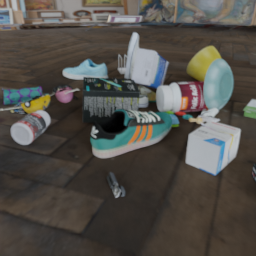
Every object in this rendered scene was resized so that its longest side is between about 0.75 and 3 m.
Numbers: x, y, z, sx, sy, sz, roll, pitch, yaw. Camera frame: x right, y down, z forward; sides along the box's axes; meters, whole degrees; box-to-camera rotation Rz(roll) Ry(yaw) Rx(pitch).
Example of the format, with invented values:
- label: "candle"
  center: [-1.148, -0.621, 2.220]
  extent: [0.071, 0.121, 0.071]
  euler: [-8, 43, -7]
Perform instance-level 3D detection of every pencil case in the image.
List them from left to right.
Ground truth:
- label: "pencil case"
  center: [-4.517, -1.396, 12.022]
  extent: [1.606, 0.683, 0.742]
  euler: [-7, 36, -15]

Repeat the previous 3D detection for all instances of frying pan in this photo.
- label: "frying pan"
  center: [-2.760, -1.640, 12.959]
  extent: [1.518, 0.247, 0.918]
  euler: [16, 42, 17]

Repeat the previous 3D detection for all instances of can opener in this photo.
- label: "can opener"
  center: [-0.295, 1.410, 6.849]
  extent: [0.278, 0.222, 0.833]
  euler: [25, 14, -26]

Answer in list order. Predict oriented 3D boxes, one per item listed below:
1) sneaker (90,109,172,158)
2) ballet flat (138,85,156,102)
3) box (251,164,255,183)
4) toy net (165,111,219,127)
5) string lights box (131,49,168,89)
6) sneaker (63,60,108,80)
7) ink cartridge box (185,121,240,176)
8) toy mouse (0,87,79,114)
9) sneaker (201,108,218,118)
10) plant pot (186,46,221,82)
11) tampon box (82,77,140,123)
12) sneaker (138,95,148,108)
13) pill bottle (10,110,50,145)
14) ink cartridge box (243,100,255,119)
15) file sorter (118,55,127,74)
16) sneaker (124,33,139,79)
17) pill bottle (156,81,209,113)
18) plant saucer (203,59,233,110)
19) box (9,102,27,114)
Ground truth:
- label: "sneaker"
  center: [0.202, -0.074, 8.481]
  extent: [2.853, 1.140, 1.018]
  euler: [-21, 40, -26]
- label: "ballet flat"
  center: [0.301, -1.511, 12.198]
  extent: [2.252, 0.796, 0.796]
  euler: [-1, 26, -3]
- label: "box"
  center: [4.021, 1.389, 6.575]
  extent: [1.751, 0.403, 1.392]
  euler: [2, 26, 3]
- label: "toy net"
  center: [2.247, -0.267, 10.111]
  extent: [1.956, 0.378, 1.026]
  euler: [6, 15, 6]
- label: "string lights box"
  center: [1.040, -2.527, 12.504]
  extent: [0.799, 1.393, 2.710]
  euler: [14, 7, 17]
- label: "sneaker"
  center: [-2.368, -3.259, 15.407]
  extent: [2.643, 1.083, 0.977]
  euler: [6, 25, 12]
- label: "ink cartridge box"
  center: [2.365, 0.513, 7.782]
  extent: [0.946, 0.929, 1.285]
  euler: [22, 33, 37]
- label: "toy mouse"
  center: [-3.038, -1.091, 10.900]
  extent: [2.804, 0.543, 2.492]
  euler: [-15, 14, 8]
- label: "sneaker"
  center: [3.153, -0.491, 10.649]
  extent: [0.866, 0.331, 0.349]
  euler: [-21, 43, -27]
- label: "plant pot"
  center: [4.189, -3.065, 14.555]
  extent: [1.868, 1.868, 1.326]
  euler: [-19, 61, -33]
- label: "tampon box"
  center: [-0.693, -1.039, 10.463]
  extent: [1.990, 1.257, 1.492]
  euler: [1, 27, -9]
- label: "sneaker"
  center: [0.048, -1.183, 11.708]
  extent: [1.594, 0.564, 0.582]
  euler: [-2, 26, -4]
- label: "pill bottle"
  center: [-3.139, -0.056, 9.148]
  extent: [0.761, 0.761, 1.314]
  euler: [6, 26, 12]
- label: "ink cartridge box"
  center: [4.940, -0.652, 10.787]
  extent: [0.719, 0.411, 1.386]
  euler: [17, 31, 31]
- label: "file sorter"
  center: [0.227, -3.849, 16.777]
  extent: [1.549, 0.964, 1.075]
  euler: [-5, 27, -11]
- label: "sneaker"
  center: [0.403, -3.738, 14.795]
  extent: [0.909, 2.569, 0.938]
  euler: [7, 42, -3]
- label: "pill bottle"
  center: [2.230, -1.197, 10.975]
  extent: [2.082, 1.189, 1.189]
  euler: [-5, 26, -12]
- label: "plant saucer"
  center: [3.634, -1.624, 10.865]
  extent: [2.074, 2.074, 0.399]
  euler: [-24, 27, -40]
- label: "box"
  center: [-4.270, -0.817, 11.377]
  extent: [0.678, 0.196, 0.853]
  euler: [5, 26, 10]
